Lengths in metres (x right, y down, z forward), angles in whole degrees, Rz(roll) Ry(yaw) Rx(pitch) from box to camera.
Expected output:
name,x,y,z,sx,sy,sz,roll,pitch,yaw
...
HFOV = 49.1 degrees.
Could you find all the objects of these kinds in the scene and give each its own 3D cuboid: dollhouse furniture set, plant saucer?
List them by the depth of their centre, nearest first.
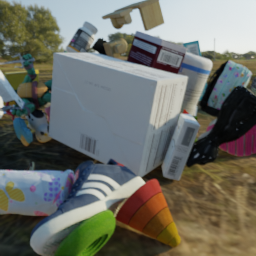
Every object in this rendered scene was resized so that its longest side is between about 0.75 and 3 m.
name,x,y,z,sx,sy,sz,roll,pitch,yaw
dollhouse furniture set,0.044,-2.910,9.516,2.047,2.153,1.754,-29,27,-19
plant saucer,-3.767,-1.445,9.700,1.263,1.263,0.306,-5,-14,-1

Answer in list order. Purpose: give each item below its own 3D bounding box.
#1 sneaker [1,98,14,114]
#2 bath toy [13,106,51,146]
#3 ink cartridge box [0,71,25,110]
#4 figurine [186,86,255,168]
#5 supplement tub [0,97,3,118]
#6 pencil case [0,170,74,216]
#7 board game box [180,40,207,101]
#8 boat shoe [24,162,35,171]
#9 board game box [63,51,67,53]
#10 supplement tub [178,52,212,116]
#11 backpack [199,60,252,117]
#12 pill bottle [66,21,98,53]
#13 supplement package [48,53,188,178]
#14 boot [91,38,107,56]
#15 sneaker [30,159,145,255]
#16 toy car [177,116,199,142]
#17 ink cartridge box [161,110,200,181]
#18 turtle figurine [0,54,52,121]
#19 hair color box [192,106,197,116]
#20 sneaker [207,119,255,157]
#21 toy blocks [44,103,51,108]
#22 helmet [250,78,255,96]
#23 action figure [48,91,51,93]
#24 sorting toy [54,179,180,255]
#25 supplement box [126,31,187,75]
name,x,y,z,sx,sy,sz,roll,pitch,yaw
sneaker,-5.680,-1.202,12.704,0.876,1.042,2.659,3,14,19
bath toy,-2.256,-0.284,8.745,2.393,1.041,0.885,-31,21,-37
ink cartridge box,-2.989,-0.961,6.740,0.251,1.236,1.233,-35,19,-8
figurine,2.151,0.035,6.464,0.863,1.956,2.005,44,18,11
supplement tub,-5.873,-0.806,10.885,1.638,1.182,1.182,-1,15,-2
pencil case,-1.844,1.089,4.755,1.886,0.784,0.856,0,-4,3
board game box,2.230,-2.144,11.514,0.671,2.157,2.858,-13,6,-8
boat shoe,-2.186,0.977,6.138,0.279,0.279,0.775,-3,22,-17
board game box,-1.315,-1.324,9.866,2.717,0.468,1.839,41,-14,-3
supplement tub,1.479,-1.166,8.972,1.656,2.510,1.656,16,18,-5
backpack,2.667,-1.073,7.702,0.937,1.481,1.236,27,22,7
pill bottle,-1.426,-2.738,8.760,0.615,1.056,0.615,31,-2,1
supplement package,-0.335,-0.453,6.648,2.748,2.140,1.524,22,23,29
boot,-0.871,-2.460,9.209,0.756,0.922,0.341,36,-23,-15
sneaker,-0.679,1.037,4.270,0.961,0.852,2.273,43,24,20
toy car,1.691,0.166,8.018,0.738,0.769,0.936,-1,21,8
ink cartridge box,1.109,0.280,6.514,0.384,1.302,1.626,16,15,-5
turtle figurine,-2.752,-1.139,8.182,2.620,1.961,1.319,-6,-15,-11
hair color box,1.734,-0.752,11.427,1.929,0.585,0.955,11,5,26
sneaker,3.394,0.142,7.930,2.691,1.095,1.187,4,11,-13
toy blocks,-4.159,-1.485,14.581,1.299,0.566,1.558,4,16,15
helmet,7.868,-2.316,15.977,1.456,1.527,1.527,-24,22,-14
action figure,-3.470,-1.855,14.919,2.177,0.755,1.416,17,8,11
sorting toy,-0.174,1.582,3.507,0.900,0.906,2.612,43,39,25
supplement box,0.425,-1.110,8.004,0.883,2.899,1.578,9,21,-30
